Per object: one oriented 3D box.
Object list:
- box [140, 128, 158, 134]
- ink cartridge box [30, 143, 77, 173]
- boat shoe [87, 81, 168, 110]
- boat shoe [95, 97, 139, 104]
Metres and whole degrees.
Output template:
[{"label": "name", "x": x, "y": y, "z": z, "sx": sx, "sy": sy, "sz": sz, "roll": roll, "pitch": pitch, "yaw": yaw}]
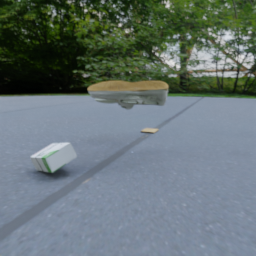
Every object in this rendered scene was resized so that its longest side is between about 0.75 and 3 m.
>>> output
[{"label": "box", "x": 1.222, "y": 0.170, "z": 15.816, "sx": 0.779, "sy": 0.101, "sz": 0.953, "roll": 4, "pitch": 11, "yaw": 22}, {"label": "ink cartridge box", "x": -2.422, "y": 0.940, "z": 9.006, "sx": 0.965, "sy": 0.557, "sz": 1.321, "roll": -34, "pitch": 17, "yaw": -36}, {"label": "boat shoe", "x": -0.016, "y": -1.079, "z": 9.942, "sx": 2.827, "sy": 0.980, "sz": 1.001, "roll": 1, "pitch": 31, "yaw": 3}, {"label": "boat shoe", "x": -0.473, "y": -1.610, "z": 13.454, "sx": 2.309, "sy": 0.713, "sz": 0.841, "roll": -4, "pitch": -6, "yaw": 10}]
